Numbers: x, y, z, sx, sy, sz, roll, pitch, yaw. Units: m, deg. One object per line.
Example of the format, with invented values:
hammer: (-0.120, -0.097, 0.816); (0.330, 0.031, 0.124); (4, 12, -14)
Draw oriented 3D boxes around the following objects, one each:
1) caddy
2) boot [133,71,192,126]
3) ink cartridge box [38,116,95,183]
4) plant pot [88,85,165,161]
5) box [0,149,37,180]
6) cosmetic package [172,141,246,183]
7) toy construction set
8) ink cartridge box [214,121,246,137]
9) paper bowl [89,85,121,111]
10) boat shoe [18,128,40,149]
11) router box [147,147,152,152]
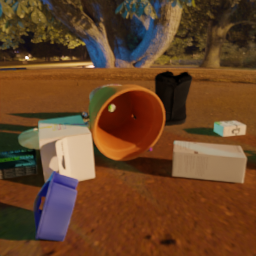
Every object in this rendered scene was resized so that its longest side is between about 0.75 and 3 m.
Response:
caddy: (-1.682, 1.751, 6.265); (0.829, 1.580, 1.117); (15, 14, -12)
boot: (1.151, -1.137, 11.527); (2.841, 2.387, 1.085); (-7, 40, -2)
ink cartridge box: (-2.058, 0.725, 9.244); (1.551, 1.592, 2.477); (-9, 20, -15)
plant pot: (-0.287, -0.406, 10.125); (2.664, 2.664, 1.865); (-8, 26, -25)
box: (-4.065, 1.238, 9.713); (1.722, 0.409, 1.663); (-6, 15, -17)
cosmetic package: (2.618, 1.091, 9.307); (2.250, 0.913, 1.269); (2, 15, 10)
toy construction set: (-1.480, -0.323, 13.880); (2.494, 1.149, 1.635); (-15, 46, -22)
ink cartridge box: (4.888, 0.031, 13.498); (1.193, 0.501, 0.868); (-4, 17, -14)
paper bowl: (-0.908, -1.290, 15.434); (2.392, 1.244, 2.392); (-5, -23, -2)
boat shoe: (-3.556, 0.343, 11.943); (2.453, 0.877, 0.733); (-8, 18, -43)
router box: (-0.182, 0.496, 11.861); (1.597, 0.547, 2.142); (-6, 19, -24)
